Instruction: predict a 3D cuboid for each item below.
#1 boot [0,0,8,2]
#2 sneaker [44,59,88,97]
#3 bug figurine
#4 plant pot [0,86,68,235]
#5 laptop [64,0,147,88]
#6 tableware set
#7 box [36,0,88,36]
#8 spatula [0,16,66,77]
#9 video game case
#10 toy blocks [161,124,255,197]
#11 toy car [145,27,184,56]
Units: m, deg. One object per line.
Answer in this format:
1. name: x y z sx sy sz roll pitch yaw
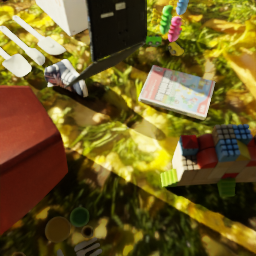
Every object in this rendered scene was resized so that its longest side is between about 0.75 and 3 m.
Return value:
1. boot: -3.080 -4.141 7.731 0.634 0.619 1.680 34 87 36
2. sneaker: -1.989 -1.432 8.753 0.942 0.609 1.737 -25 55 -20
3. bug figurine: 1.207 -3.162 7.276 0.560 2.176 1.687 18 99 17
4. plant pot: -2.891 0.554 6.534 2.340 2.652 2.655 -27 62 -23
5. laptop: -0.529 -2.079 6.266 1.106 2.141 1.897 19 38 32
6. tableware set: -1.661 2.714 6.455 1.929 0.296 1.299 -24 62 -13
7. box: -2.420 -4.867 10.268 1.232 1.572 2.527 -34 65 -19
8. spatula: -3.870 -3.000 9.946 2.862 0.230 1.990 40 68 21
9. video game case: 1.557 -1.167 8.858 2.086 0.182 1.492 17 60 10
10. toy blocks: 2.311 0.650 6.710 2.890 1.975 1.444 -3 59 -1
11. toy car: 1.263 -3.043 9.916 1.337 0.317 1.421 1 58 1
